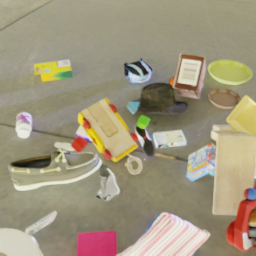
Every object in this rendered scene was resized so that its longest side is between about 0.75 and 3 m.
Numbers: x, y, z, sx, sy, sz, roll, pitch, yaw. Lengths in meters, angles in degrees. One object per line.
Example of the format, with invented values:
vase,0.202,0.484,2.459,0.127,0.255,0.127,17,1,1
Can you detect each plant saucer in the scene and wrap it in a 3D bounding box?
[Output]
plant saucer,4.392,-1.307,12.828,1.471,0.253,1.471,0,41,0
plant saucer,4.217,-0.288,9.628,0.307,1.266,1.266,-16,55,-35
plant saucer,5.209,-2.828,14.453,2.198,0.342,2.198,0,42,0

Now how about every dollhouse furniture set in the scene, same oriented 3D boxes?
dollhouse furniture set,4.102,1.278,9.714,2.844,2.436,2.990,1,7,3

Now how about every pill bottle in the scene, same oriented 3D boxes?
pill bottle,-4.180,-0.089,11.223,0.581,0.581,1.035,-10,44,-11

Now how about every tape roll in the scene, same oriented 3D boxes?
tape roll,-3.270,3.690,6.434,2.825,0.516,2.825,-4,40,4

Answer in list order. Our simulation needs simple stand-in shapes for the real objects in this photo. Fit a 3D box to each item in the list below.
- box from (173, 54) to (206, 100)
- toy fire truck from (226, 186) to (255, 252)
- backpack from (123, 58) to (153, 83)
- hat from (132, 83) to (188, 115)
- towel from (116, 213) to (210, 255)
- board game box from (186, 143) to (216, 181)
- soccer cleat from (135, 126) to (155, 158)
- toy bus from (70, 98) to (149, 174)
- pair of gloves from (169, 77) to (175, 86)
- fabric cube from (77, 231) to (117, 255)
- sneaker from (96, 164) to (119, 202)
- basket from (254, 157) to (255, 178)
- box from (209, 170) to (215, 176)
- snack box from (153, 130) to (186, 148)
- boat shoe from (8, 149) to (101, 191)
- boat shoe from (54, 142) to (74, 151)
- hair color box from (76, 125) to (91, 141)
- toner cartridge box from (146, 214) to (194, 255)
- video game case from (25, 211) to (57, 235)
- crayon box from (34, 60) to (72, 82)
box,2.637,-2.078,11.765,1.032,1.379,2.754,13,3,17
toy fire truck,3.428,2.301,7.352,1.973,1.656,1.106,-7,4,-34
backpack,0.561,-2.702,13.877,1.233,0.909,1.351,-21,45,-22
hat,1.275,-1.356,11.810,2.546,1.027,2.546,0,20,0
towel,0.862,2.733,6.421,1.648,2.252,0.337,-46,45,8
board game box,2.496,1.155,9.475,0.292,1.044,1.022,41,38,-15
soccer cleat,0.639,0.485,10.407,0.442,0.475,1.297,-25,81,1
toy bus,-0.674,0.297,10.120,2.472,1.353,2.619,13,69,-7
pair of gloves,2.658,-2.202,13.900,1.265,0.156,1.127,9,41,6
fabric cube,-0.765,3.334,7.115,0.998,0.979,0.994,-3,42,-4
sneaker,-0.734,1.793,8.622,0.490,1.305,0.753,14,46,42
basket,4.166,1.083,9.783,1.176,0.797,0.725,23,43,24
box,3.149,1.259,9.974,0.412,0.246,1.001,33,52,32
snack box,1.606,0.433,10.904,1.151,0.214,0.669,-6,41,-6
boat shoe,-2.305,1.194,8.817,2.861,0.855,1.023,-13,28,0
boat shoe,-2.381,0.698,10.485,0.768,0.288,0.238,8,0,-20
hair color box,-1.542,0.200,11.014,0.876,0.284,0.479,19,70,22
toner cartridge box,1.183,3.060,7.739,1.322,0.285,0.628,35,80,32
video game case,-2.415,2.665,7.707,0.860,0.943,0.104,-28,74,-33
crayon box,-3.876,-2.961,14.496,1.840,0.467,1.168,-9,43,-11
